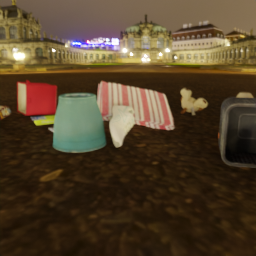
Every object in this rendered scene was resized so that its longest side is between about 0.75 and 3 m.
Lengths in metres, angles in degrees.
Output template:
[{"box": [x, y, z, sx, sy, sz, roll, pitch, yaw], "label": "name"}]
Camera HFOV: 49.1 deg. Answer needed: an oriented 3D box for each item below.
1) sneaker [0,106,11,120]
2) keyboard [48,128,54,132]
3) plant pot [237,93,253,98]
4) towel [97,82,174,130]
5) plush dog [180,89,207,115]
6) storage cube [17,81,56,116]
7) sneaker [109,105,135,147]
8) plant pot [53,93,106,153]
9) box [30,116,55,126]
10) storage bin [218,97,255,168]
[{"box": [-5.736, -0.726, 12.702, 0.763, 0.635, 1.693, -13, 19, -23], "label": "sneaker"}, {"box": [-2.784, 0.106, 10.693, 0.253, 0.048, 0.899, -4, 14, -35], "label": "keyboard"}, {"box": [6.425, -1.519, 15.473, 1.187, 0.797, 1.187, 0, 15, 0], "label": "plant pot"}, {"box": [0.244, -0.875, 11.099, 2.995, 0.448, 2.192, 9, 41, -12], "label": "towel"}, {"box": [3.148, -1.156, 14.144, 1.461, 1.172, 1.254, 35, 11, 16], "label": "plush dog"}, {"box": [-4.450, -1.441, 13.615, 1.481, 1.648, 1.408, -3, 13, -37], "label": "storage cube"}, {"box": [-0.181, -0.150, 9.144, 0.748, 0.656, 1.866, -5, 43, 9], "label": "sneaker"}, {"box": [-1.563, -0.256, 8.936, 1.714, 1.610, 1.714, 0, 14, 0], "label": "plant pot"}, {"box": [-3.537, -0.327, 11.905, 1.081, 0.258, 0.659, -7, 16, -25], "label": "box"}, {"box": [3.734, 0.112, 7.398, 2.444, 1.652, 1.146, 3, 15, 12], "label": "storage bin"}]
